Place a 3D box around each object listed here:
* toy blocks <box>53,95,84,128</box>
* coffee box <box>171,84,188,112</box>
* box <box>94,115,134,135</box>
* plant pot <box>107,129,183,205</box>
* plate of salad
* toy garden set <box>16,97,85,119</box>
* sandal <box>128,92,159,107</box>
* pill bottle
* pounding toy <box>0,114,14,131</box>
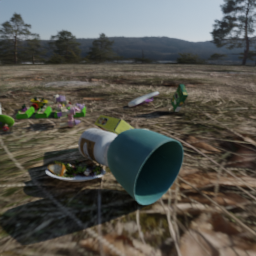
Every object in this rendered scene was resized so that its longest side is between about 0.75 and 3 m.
[{"bbox_3d":[-2.155,-0.752,10.578,1.027,1.220,1.140,-12,19,-7],"label":"toy blocks"},{"bbox_3d":[2.266,-1.307,12.452,0.246,1.119,0.688,1,51,-17],"label":"coffee box"},{"bbox_3d":[-0.393,-0.013,7.721,0.555,0.369,1.474,36,-11,-25],"label":"box"},{"bbox_3d":[0.236,0.631,5.470,1.346,1.346,1.080,-15,32,-41],"label":"plant pot"},{"bbox_3d":[-1.172,0.918,6.325,1.330,0.319,1.330,3,6,0],"label":"plate of salad"},{"bbox_3d":[-3.348,-0.998,12.661,2.789,0.557,2.325,-2,17,-6],"label":"toy garden set"},{"bbox_3d":[0.781,-1.349,14.150,1.918,0.471,0.780,-26,12,-30],"label":"sandal"},{"bbox_3d":[-0.554,0.493,6.771,0.800,0.800,1.400,-12,15,-35],"label":"pill bottle"},{"bbox_3d":[-4.553,-0.143,9.877,0.757,0.455,0.981,-24,-37,32],"label":"pounding toy"}]
